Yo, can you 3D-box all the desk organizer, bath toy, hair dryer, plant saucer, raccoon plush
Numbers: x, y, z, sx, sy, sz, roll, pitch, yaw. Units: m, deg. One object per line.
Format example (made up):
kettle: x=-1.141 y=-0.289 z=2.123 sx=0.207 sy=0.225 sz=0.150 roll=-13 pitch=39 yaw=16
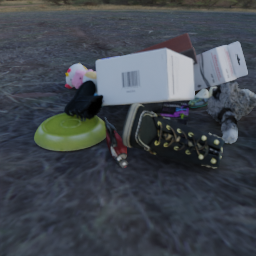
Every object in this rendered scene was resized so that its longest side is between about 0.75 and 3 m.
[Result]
desk organizer: x=1.173 y=-2.347 z=9.489 sx=2.090 sy=0.749 sz=0.805 roll=-17 pitch=54 yaw=15
bath toy: x=-1.405 y=-1.540 z=9.660 sx=1.017 sy=1.197 sz=2.752 roll=-45 pitch=43 yaw=-11
hair dryer: x=-0.271 y=0.216 z=6.087 sx=0.384 sy=1.077 sz=1.413 roll=-16 pitch=9 yaw=-11
plant saucer: x=-1.479 y=-0.008 z=7.316 sx=1.917 sy=0.298 sz=1.917 roll=-2 pitch=27 yaw=1
raccoon plush: x=3.014 y=-0.294 z=7.701 sx=1.411 sy=1.019 sz=2.107 roll=18 pitch=62 yaw=-19

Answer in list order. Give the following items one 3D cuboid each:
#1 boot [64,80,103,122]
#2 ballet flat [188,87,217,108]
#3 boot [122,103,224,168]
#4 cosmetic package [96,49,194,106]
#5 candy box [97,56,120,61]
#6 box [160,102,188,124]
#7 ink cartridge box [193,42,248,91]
boot: x=-1.040 y=-0.756 z=7.406 sx=1.076 sy=0.486 sz=1.314 roll=5 pitch=53 yaw=49
ballet flat: x=2.616 y=-1.061 z=9.159 sx=1.563 sy=0.580 sz=0.580 roll=-15 pitch=31 yaw=-26
boot: x=0.961 y=0.204 z=5.513 sx=1.789 sy=0.855 sz=2.369 roll=14 pitch=-5 yaw=17
cosmetic package: x=0.535 y=-1.295 z=7.712 sx=2.023 sy=1.248 sz=2.029 roll=-2 pitch=3 yaw=29
candy box: x=-0.629 y=-2.880 z=12.758 sx=1.217 sy=0.469 sz=1.029 roll=-20 pitch=34 yaw=-31
box: x=1.377 y=-0.461 z=8.307 sx=0.780 sy=0.197 sz=1.090 roll=6 pitch=28 yaw=9
ink cartridge box: x=2.834 y=-2.017 z=9.462 sx=0.670 sy=1.163 sz=2.008 roll=-21 pitch=5 yaw=-35
